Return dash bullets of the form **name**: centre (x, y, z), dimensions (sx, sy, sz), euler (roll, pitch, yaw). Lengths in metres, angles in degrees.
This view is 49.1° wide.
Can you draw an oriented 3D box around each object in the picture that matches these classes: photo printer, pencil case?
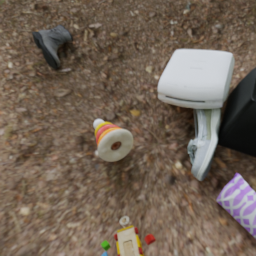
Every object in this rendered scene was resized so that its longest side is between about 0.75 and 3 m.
- **photo printer**: centre (2.203, -1.597, 9.107), dimensions (2.164, 0.903, 2.601), euler (10, 44, 21)
- **pencil case**: centre (3.346, 2.212, 6.870), dimensions (1.012, 0.993, 2.367), euler (-36, 63, -22)

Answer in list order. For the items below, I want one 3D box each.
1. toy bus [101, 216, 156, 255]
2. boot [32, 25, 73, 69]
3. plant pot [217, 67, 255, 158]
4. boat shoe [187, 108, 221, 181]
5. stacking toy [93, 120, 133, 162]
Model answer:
- **toy bus**: centre (0.057, 2.874, 6.623), dimensions (1.126, 0.617, 1.193), euler (8, 40, 40)
- **boot**: centre (-2.706, -3.235, 10.763), dimensions (1.362, 0.722, 2.069), euler (-25, 65, -20)
- **plant pot**: centre (4.110, -0.509, 8.166), dimensions (2.194, 1.946, 2.189), euler (20, 58, 12)
- **boat shoe**: centre (2.152, 0.335, 8.217), dimensions (0.863, 0.991, 2.690), euler (11, 52, 15)
- **stacking toy**: centre (-0.621, 0.177, 8.419), dimensions (1.106, 1.106, 1.513), euler (-23, 42, -15)
